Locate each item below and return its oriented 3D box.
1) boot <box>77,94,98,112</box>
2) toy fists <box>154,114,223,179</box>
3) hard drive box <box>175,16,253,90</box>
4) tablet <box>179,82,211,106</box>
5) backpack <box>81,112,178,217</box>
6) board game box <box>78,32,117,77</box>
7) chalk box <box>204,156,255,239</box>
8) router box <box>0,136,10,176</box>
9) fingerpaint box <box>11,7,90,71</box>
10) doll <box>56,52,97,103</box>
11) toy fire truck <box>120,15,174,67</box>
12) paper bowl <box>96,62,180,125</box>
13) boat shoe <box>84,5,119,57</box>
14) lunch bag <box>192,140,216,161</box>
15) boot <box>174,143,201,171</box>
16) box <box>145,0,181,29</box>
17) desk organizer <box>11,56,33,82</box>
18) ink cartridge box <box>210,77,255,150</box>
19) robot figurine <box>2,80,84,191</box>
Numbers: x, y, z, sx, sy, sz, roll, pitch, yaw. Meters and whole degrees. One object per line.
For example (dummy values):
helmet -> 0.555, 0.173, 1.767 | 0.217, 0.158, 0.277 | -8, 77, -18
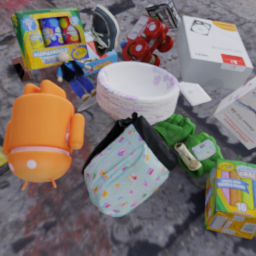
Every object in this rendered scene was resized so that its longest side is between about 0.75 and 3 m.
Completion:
boot -> -1.575, -1.039, 10.713 | 1.002, 0.479, 0.368 | -30, 16, -8
toy fists -> 2.256, 0.501, 10.606 | 1.481, 0.999, 2.905 | -30, 55, -24
hard drive box -> 2.885, -2.670, 9.847 | 2.073, 1.022, 2.660 | 7, 49, -6
tablet -> 3.020, -1.670, 13.038 | 1.016, 0.107, 1.561 | -17, 51, -14
backpack -> -0.025, 1.073, 7.299 | 2.426, 2.024, 1.535 | -40, 34, 3
board game box -> -2.291, -3.806, 14.444 | 2.571, 0.734, 2.626 | -23, 53, -19
chalk box -> 3.370, 2.001, 8.995 | 1.489, 1.500, 2.403 | 9, 49, 7
router box -> -5.158, 1.017, 10.472 | 1.867, 0.488, 1.468 | 32, 57, 24
fingerpaint box -> -2.784, -3.276, 10.298 | 2.322, 1.937, 0.852 | -19, 15, -31
doll -> -1.823, -1.851, 9.798 | 1.300, 0.462, 1.905 | -34, 82, -24
toy fire truck -> 0.610, -3.466, 11.478 | 1.872, 1.250, 2.230 | 38, 94, 39
paper bowl -> 0.275, -1.031, 9.179 | 2.624, 1.365, 2.624 | 5, 37, -3
boat shoe -> -0.960, -3.381, 10.087 | 1.008, 2.693, 0.833 | 44, 83, 2
lunch bag -> 2.304, 0.690, 8.522 | 0.653, 0.766, 0.467 | -29, 74, 6
boot -> 1.466, 0.706, 6.995 | 0.282, 0.606, 0.783 | -36, 16, -3
box -> 1.555, -4.910, 12.272 | 0.365, 1.157, 1.467 | -46, 35, -17
desk organizer -> -5.258, -2.910, 13.832 | 0.561, 0.522, 1.457 | -26, 54, -18
ink cartridge box -> 3.784, -0.445, 8.287 | 1.625, 2.790, 0.941 | 43, 50, -3
robot figurine -> -2.301, 0.197, 7.562 | 2.064, 1.673, 2.869 | 5, 72, -17
